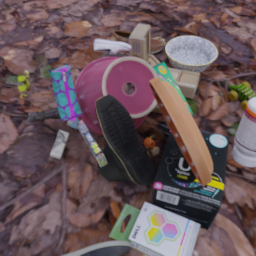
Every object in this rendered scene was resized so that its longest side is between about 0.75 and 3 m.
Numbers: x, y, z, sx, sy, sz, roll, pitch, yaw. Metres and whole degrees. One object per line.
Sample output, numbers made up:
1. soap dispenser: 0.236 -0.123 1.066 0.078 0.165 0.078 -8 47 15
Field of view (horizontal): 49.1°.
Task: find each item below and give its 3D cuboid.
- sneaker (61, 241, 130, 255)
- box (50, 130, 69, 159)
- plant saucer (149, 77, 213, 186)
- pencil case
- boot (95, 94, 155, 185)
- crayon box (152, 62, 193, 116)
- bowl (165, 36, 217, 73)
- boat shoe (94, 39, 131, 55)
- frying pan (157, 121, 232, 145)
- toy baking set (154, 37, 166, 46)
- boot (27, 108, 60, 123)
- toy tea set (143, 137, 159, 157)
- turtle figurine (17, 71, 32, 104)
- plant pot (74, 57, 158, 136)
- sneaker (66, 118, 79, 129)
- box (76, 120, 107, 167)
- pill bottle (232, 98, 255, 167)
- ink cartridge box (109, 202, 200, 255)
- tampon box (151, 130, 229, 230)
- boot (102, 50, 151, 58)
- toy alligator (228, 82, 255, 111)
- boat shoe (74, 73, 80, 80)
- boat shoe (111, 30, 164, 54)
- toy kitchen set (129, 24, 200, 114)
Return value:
1. sneaker: -1.034 3.939 7.414 2.554 0.955 1.357 -14 62 -10
2. box: -2.489 0.611 10.182 0.401 0.334 0.976 18 67 -9
3. plant saucer: 1.364 0.035 7.062 0.472 2.925 2.925 -26 51 4
4. pencil case: -2.021 -1.100 9.026 0.732 1.719 0.795 -18 17 -21
5. boot: -0.625 0.547 8.558 1.972 2.851 1.104 -14 14 48
6. crayon box: 1.486 -1.086 9.958 0.631 1.287 2.167 -25 74 1
7. bowl: 2.925 -3.252 13.340 2.383 1.118 2.383 0 50 0
8. boat shoe: -0.529 -2.623 9.298 1.248 0.459 0.408 5 88 -8
9. frying pan: 2.327 0.227 10.572 2.687 0.437 1.625 15 10 -13
10. toy baking set: 1.593 -4.673 15.229 1.004 0.117 0.771 -17 51 -14
11. boot: -3.025 -0.550 10.650 1.534 0.610 1.762 -10 7 -10
12. toy tea set: 0.509 0.808 9.467 1.121 0.666 0.415 -34 34 -20
13. turtle figurine: -4.276 -1.705 11.675 0.475 1.190 1.475 12 92 -9
14. plant pot: -0.297 -1.180 9.736 2.992 2.678 2.992 1 88 -20
15. sneaker: -1.926 -0.497 11.446 0.632 0.570 1.542 33 48 -8
16. box: -1.065 0.440 8.143 0.230 0.728 1.322 -29 55 -11
17. pill bottle: 3.978 0.168 8.692 1.111 2.027 1.111 4 34 -3
18. ink cartridge box: 0.752 3.026 8.194 2.375 0.704 1.233 19 52 16
19. tampon box: 1.963 1.477 8.924 1.934 1.629 2.580 13 50 11
20. boot: -0.155 -3.442 13.733 1.962 0.780 2.254 31 58 23
21. toy alligator: 5.264 -1.135 11.686 0.925 0.670 2.790 -36 56 -8
22. boat shoe: -2.042 -2.522 13.212 1.127 0.427 0.405 -18 47 -27
23. boat shoe: 0.456 -4.485 14.468 2.795 1.004 1.059 5 50 5
24. toy kitchen set: 1.394 -2.335 11.564 2.880 2.598 2.349 14 52 15
